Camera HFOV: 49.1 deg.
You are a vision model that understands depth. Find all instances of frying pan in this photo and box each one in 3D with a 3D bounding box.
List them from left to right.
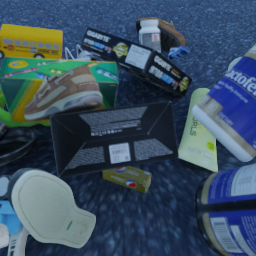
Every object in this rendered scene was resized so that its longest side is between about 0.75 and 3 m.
[{"bbox_3d":[-2.753,0.611,6.045,1.710,0.460,2.826,-18,26,-17],"label":"frying pan"}]

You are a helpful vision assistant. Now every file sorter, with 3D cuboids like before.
[{"bbox_3d":[-1.872,-1.586,7.741,1.447,1.004,0.901,-19,53,-21],"label":"file sorter"}]

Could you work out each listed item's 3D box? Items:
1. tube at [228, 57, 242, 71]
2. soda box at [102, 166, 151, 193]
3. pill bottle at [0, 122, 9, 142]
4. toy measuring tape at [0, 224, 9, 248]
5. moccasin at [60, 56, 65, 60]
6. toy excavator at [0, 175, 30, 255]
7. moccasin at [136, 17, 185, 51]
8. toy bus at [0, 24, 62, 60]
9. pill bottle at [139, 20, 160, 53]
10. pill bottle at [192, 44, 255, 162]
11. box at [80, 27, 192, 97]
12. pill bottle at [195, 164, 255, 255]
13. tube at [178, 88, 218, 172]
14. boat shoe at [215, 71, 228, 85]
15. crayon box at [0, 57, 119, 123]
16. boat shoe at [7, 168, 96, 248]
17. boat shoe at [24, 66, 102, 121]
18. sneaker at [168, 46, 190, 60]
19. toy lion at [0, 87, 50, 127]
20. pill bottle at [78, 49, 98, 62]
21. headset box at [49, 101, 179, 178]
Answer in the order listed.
[{"bbox_3d":[2.607,-0.804,6.587,0.687,2.368,0.615,-40,66,-1],"label":"tube"},{"bbox_3d":[-0.035,1.047,6.107,1.026,0.347,0.328,16,43,19],"label":"soda box"},{"bbox_3d":[-3.515,-0.063,6.499,1.255,0.702,0.702,34,39,-14],"label":"pill bottle"},{"bbox_3d":[-1.516,2.153,2.912,1.078,2.930,1.078,19,37,-15],"label":"toy measuring tape"},{"bbox_3d":[-3.095,-2.564,9.358,1.999,0.772,0.731,27,26,1],"label":"moccasin"},{"bbox_3d":[-1.951,1.775,4.851,1.755,0.902,1.805,-6,69,24],"label":"toy excavator"},{"bbox_3d":[1.444,-3.991,11.699,1.111,1.053,2.878,-26,36,-16],"label":"moccasin"},{"bbox_3d":[-2.380,-1.957,6.479,1.660,0.650,0.540,2,48,-15],"label":"toy bus"},{"bbox_3d":[0.777,-3.164,10.058,0.746,1.288,0.746,-3,17,1],"label":"pill bottle"},{"bbox_3d":[2.268,-0.641,4.584,2.256,1.306,1.306,-47,45,12],"label":"pill bottle"},{"bbox_3d":[0.353,-1.833,8.116,2.250,0.651,2.830,29,9,31],"label":"box"},{"bbox_3d":[2.396,1.164,4.069,1.463,2.616,1.463,14,65,-33],"label":"pill bottle"},{"bbox_3d":[1.879,-0.036,7.206,0.762,0.682,2.627,-9,38,27],"label":"tube"},{"bbox_3d":[3.297,-1.363,7.471,0.856,0.909,2.532,-21,7,-33],"label":"boat shoe"},{"bbox_3d":[-1.610,-0.864,6.898,2.593,1.540,0.755,1,54,-9],"label":"crayon box"},{"bbox_3d":[-1.247,1.273,4.367,0.782,2.313,0.831,21,64,25],"label":"boat shoe"},{"bbox_3d":[-1.420,-0.659,5.802,2.373,0.852,0.899,-11,-2,41],"label":"boat shoe"},{"bbox_3d":[1.741,-2.545,9.617,0.367,0.408,0.993,29,-7,-25],"label":"sneaker"},{"bbox_3d":[-2.475,-0.852,7.946,2.484,0.890,2.591,39,57,19],"label":"toy lion"},{"bbox_3d":[-1.493,-2.475,10.133,0.577,0.577,1.031,-16,43,-19],"label":"pill bottle"},{"bbox_3d":[-0.449,0.184,5.731,2.015,1.045,2.707,-8,2,-11],"label":"headset box"}]
